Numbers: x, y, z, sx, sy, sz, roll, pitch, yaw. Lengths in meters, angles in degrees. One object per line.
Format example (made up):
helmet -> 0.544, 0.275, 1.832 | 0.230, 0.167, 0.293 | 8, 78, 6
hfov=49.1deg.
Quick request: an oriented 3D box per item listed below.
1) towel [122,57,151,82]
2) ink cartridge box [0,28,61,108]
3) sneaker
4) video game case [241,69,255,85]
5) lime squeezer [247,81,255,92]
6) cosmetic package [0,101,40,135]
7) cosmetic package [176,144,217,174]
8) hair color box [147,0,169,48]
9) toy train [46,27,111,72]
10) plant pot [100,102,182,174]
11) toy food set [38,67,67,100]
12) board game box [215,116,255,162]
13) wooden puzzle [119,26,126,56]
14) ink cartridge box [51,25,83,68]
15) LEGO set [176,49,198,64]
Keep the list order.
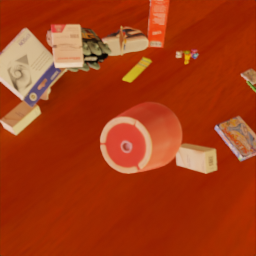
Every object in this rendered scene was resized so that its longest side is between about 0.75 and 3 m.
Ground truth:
towel -> 0.335, -2.302, 11.142 | 0.551, 1.281, 0.116 | 7, 49, -51
ink cartridge box -> -3.435, -2.037, 9.719 | 0.400, 1.971, 1.967 | 2, 54, 47
sneaker -> -0.380, -4.555, 14.716 | 2.742, 1.075, 1.089 | -10, 57, -21
video game case -> 6.088, -2.526, 13.770 | 0.733, 0.088, 0.804 | -26, 57, -18
lime squeezer -> 6.291, -1.400, 12.484 | 0.510, 0.954, 2.702 | -36, 28, -6
cosmetic package -> -4.564, -0.480, 11.943 | 0.766, 0.540, 1.479 | 27, 56, 19
cosmetic package -> 2.063, 0.913, 8.616 | 0.476, 0.674, 1.302 | -11, 8, -29
hair color box -> 1.531, -5.825, 14.451 | 0.911, 2.976, 1.511 | 4, 53, 3
toy train -> -1.825, -3.050, 10.605 | 1.623, 1.213, 2.848 | 48, 29, 8
plant pot -> 0.275, 0.315, 7.176 | 1.896, 1.896, 1.678 | 27, 17, 19
toy food set -> -4.008, -2.506, 13.418 | 2.015, 0.848, 2.808 | 17, 46, 13
board game box -> 4.547, 0.405, 11.411 | 1.192, 0.303, 1.760 | -20, 55, -15
wooden puzzle -> -0.229, -3.650, 11.777 | 0.210, 0.839, 0.905 | -2, 63, -9
ink cartridge box -> -1.868, -2.496, 8.607 | 0.867, 0.505, 1.197 | -5, 85, -12
LEGO set -> 2.312, -2.733, 10.865 | 1.003, 0.412, 0.383 | -15, 49, -29
